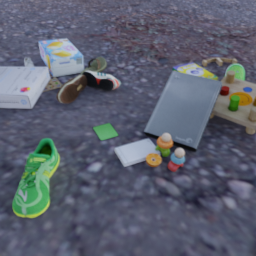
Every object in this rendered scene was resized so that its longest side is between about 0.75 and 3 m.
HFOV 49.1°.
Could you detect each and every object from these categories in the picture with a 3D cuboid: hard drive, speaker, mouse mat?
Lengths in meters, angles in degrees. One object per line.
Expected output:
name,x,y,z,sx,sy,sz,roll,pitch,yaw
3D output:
hard drive,1.713,-0.568,8.672,1.655,0.390,2.371,18,70,23
speaker,4.217,-1.926,11.125,0.768,0.768,1.738,12,38,16
hard drive,0.262,0.691,8.058,1.115,0.149,0.736,-14,39,-20
mouse mat,-0.726,0.119,8.944,0.627,0.029,0.779,-16,40,-20

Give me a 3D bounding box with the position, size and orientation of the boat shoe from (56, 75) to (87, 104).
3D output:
boat shoe,-2.253,-1.432,10.620,0.691,0.690,1.868,1,28,23

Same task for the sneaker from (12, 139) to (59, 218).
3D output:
sneaker,-2.253,1.126,6.776,0.851,0.960,2.298,0,37,-2

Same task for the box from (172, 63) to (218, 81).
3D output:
box,2.793,-2.076,11.579,1.118,0.461,1.906,-17,41,-21

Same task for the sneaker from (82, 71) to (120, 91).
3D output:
sneaker,-1.075,-1.920,11.375,1.682,0.592,0.786,21,24,28

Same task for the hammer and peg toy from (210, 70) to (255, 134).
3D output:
hammer and peg toy,3.421,-1.110,9.519,2.823,0.995,2.076,27,55,31

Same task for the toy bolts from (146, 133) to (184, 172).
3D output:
toy bolts,1.036,0.682,7.507,0.975,0.676,0.931,37,50,26

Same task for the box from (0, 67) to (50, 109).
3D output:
box,-4.798,-1.623,10.752,2.965,0.610,2.312,0,38,5

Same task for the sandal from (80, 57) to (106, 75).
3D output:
sandal,-1.495,-2.769,12.451,0.721,0.518,1.816,12,38,15

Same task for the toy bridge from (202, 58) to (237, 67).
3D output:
toy bridge,4.279,-3.123,13.186,1.638,0.223,0.550,-5,36,-6

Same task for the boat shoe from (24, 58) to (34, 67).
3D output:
boat shoe,-4.530,-2.961,12.768,0.393,0.454,1.064,-15,39,-19

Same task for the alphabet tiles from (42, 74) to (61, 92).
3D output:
alphabet tiles,-3.701,-1.774,11.493,1.666,0.063,1.393,-19,41,-23

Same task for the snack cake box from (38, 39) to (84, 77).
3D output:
snack cake box,-3.092,-3.275,12.844,1.418,0.829,2.466,-15,39,-22
